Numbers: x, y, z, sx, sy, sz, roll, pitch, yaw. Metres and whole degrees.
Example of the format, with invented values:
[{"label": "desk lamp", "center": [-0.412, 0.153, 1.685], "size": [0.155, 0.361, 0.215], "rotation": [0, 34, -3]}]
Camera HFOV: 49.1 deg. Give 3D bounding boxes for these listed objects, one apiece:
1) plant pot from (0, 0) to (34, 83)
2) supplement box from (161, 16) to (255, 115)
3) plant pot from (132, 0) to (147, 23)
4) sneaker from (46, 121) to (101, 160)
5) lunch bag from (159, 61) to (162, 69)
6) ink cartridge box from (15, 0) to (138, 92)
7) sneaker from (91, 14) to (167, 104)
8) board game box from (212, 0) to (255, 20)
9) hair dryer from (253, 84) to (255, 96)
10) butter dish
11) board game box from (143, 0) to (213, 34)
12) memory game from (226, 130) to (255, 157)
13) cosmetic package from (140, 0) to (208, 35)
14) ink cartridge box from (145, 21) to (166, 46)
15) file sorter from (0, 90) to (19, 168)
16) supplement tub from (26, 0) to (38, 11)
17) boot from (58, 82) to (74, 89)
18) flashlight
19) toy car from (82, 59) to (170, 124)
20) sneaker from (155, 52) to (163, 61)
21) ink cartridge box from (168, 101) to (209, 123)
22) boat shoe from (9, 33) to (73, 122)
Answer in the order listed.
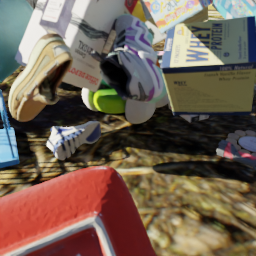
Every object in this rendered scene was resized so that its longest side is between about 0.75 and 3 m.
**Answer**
[{"label": "plant pot", "center": [-3.288, -2.238, 6.790], "size": [2.114, 2.114, 1.986], "rotation": [20, 51, 32]}, {"label": "supplement box", "center": [1.009, -0.696, 3.459], "size": [1.005, 1.004, 0.675], "rotation": [0, 61, 20]}, {"label": "plant pot", "center": [-0.343, -3.927, 9.232], "size": [2.041, 1.920, 2.041], "rotation": [24, 44, -26]}, {"label": "sneaker", "center": [-1.555, 0.162, 7.520], "size": [0.927, 0.648, 1.605], "rotation": [24, 39, 33]}, {"label": "lunch bag", "center": [1.329, -2.673, 12.615], "size": [1.542, 0.594, 1.237], "rotation": [0, 29, 1]}, {"label": "ink cartridge box", "center": [-1.023, -2.433, 6.485], "size": [1.214, 2.879, 2.084], "rotation": [27, 7, 15]}, {"label": "sneaker", "center": [-0.159, -1.542, 5.778], "size": [1.557, 0.865, 2.226], "rotation": [-5, 65, -42]}, {"label": "board game box", "center": [2.224, -2.235, 5.355], "size": [1.320, 0.310, 0.996], "rotation": [50, 5, 8]}, {"label": "hair dryer", "center": [4.978, -1.543, 10.919], "size": [1.411, 0.503, 1.852], "rotation": [10, 35, -10]}, {"label": "butter dish", "center": [-0.978, 2.098, 3.020], "size": [2.617, 1.940, 2.624], "rotation": [-18, 77, -23]}, {"label": "board game box", "center": [0.512, -1.293, 2.783], "size": [0.436, 0.428, 0.832], "rotation": [-24, 15, 31]}, {"label": "memory game", "center": [3.392, 0.461, 7.554], "size": [1.479, 0.094, 1.479], "rotation": [0, 30, 0]}, {"label": "cosmetic package", "center": [1.270, -3.294, 7.309], "size": [1.422, 1.004, 2.746], "rotation": [-15, 5, 21]}, {"label": "ink cartridge box", "center": [0.763, -4.184, 11.056], "size": [2.372, 1.739, 0.985], "rotation": [-19, 24, 35]}, {"label": "file sorter", "center": [-4.104, 0.116, 6.747], "size": [2.437, 1.495, 1.691], "rotation": [-12, 32, -21]}, {"label": "supplement tub", "center": [-2.269, -3.512, 8.418], "size": [2.790, 1.709, 1.709], "rotation": [7, 30, 23]}, {"label": "boot", "center": [-1.610, -1.844, 10.842], "size": [2.000, 0.764, 1.681], "rotation": [-38, 61, -10]}, {"label": "flashlight", "center": [2.837, 0.672, 6.855], "size": [1.251, 0.424, 0.425], "rotation": [19, 30, 32]}, {"label": "toy car", "center": [-0.004, -1.600, 9.022], "size": [2.489, 2.132, 2.844], "rotation": [20, 40, 31]}, {"label": "sneaker", "center": [2.060, -3.352, 13.484], "size": [2.653, 0.931, 1.088], "rotation": [3, 31, 2]}, {"label": "ink cartridge box", "center": [1.917, -0.671, 9.385], "size": [0.727, 0.285, 1.535], "rotation": [-14, 35, -23]}, {"label": "boat shoe", "center": [-1.642, -0.711, 5.246], "size": [0.738, 2.060, 0.784], "rotation": [-18, 63, -47]}]
